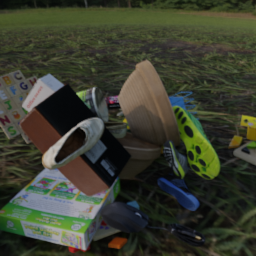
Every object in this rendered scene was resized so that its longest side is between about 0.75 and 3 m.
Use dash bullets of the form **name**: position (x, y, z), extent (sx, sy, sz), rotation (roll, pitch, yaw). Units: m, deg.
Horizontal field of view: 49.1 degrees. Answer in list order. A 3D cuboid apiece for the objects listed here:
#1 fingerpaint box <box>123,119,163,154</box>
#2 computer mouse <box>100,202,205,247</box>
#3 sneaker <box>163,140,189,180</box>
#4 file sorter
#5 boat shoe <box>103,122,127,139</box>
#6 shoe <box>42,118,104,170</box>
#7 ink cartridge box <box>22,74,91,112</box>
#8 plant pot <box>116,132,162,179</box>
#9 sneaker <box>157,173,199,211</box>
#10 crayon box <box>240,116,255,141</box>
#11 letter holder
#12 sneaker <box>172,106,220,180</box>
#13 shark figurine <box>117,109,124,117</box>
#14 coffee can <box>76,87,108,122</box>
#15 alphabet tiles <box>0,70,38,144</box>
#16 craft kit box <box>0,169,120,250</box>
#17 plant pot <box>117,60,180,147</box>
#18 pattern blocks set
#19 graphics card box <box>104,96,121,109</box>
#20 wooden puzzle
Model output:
- **fingerpaint box**: position (1.067, -0.094, 11.994), extent (2.208, 0.971, 2.647), rotation (9, 32, 15)
- **computer mouse**: position (0.605, 2.389, 7.089), extent (2.706, 0.461, 0.793), rotation (12, 13, 7)
- **sneaker**: position (1.444, 0.894, 8.373), extent (0.513, 1.268, 0.468), rotation (-35, 23, -28)
- **file sorter**: position (2.177, -0.750, 10.947), extent (0.818, 1.179, 0.723), rotation (-5, -12, -35)
- **boat shoe**: position (-0.814, -0.037, 8.781), extent (1.577, 0.494, 0.578), rotation (6, 26, -12)
- **shoe**: position (-1.149, 0.326, 6.470), extent (1.818, 0.636, 0.485), rotation (-43, 8, -35)
- **ink cartridge box**: position (-2.200, -0.655, 8.623), extent (1.655, 1.209, 0.698), rotation (40, 28, -8)
- **plant pot**: position (-0.288, 0.918, 9.588), extent (2.729, 1.260, 2.729), rotation (11, 9, -2)
- **sneaker**: position (1.680, 1.922, 8.816), extent (0.653, 0.588, 1.676), rotation (-25, 35, -26)
- **crayon box**: position (5.964, 0.163, 11.897), extent (2.342, 0.595, 1.487), rotation (15, 25, 21)
- **letter holder**: position (-1.622, 0.524, 7.712), extent (1.903, 2.677, 1.346), rotation (-31, 14, 40)
- **sneaker**: position (2.181, 0.376, 8.869), extent (1.065, 0.944, 2.549), rotation (-12, 71, -52)
- **shark figurine**: position (-0.206, -0.941, 14.460), extent (0.623, 0.435, 1.042), rotation (4, 30, 5)
- **coffee can**: position (-1.713, -0.578, 9.751), extent (1.732, 1.268, 1.268), rotation (-15, 26, 11)
- **alphabet tiles**: position (-3.842, -0.815, 10.259), extent (2.189, 2.631, 0.083), rotation (-34, 1, -39)
- **craft kit box**: position (-1.867, 2.133, 8.145), extent (2.620, 0.636, 2.587), rotation (6, 21, 17)
- **plant pot**: position (0.526, -0.591, 9.322), extent (1.376, 2.980, 2.980), rotation (-21, 29, 1)
- **pattern blocks set**: position (-0.578, 2.653, 7.796), extent (2.135, 0.173, 1.877), rotation (-5, 24, -10)
- **graphics card box**: position (-0.674, -1.397, 15.362), extent (1.478, 0.376, 0.927), rotation (-6, 28, -12)
- **wooden puzzle**: position (5.154, 0.952, 10.981), extent (2.558, 0.299, 1.726), rotation (22, 35, 35)
